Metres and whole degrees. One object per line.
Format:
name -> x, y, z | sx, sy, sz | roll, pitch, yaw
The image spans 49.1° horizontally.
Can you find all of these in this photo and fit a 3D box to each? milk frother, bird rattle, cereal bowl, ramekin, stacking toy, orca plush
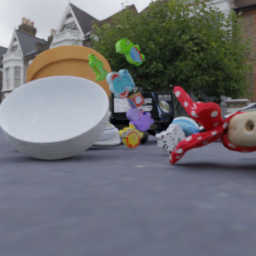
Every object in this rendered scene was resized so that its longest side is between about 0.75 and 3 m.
milk frother -> -0.109, -0.745, 13.575 | 2.076, 2.207, 1.991 | 1, -34, -9
bird rattle -> 1.985, 0.162, 3.601 | 2.341, 1.617, 2.871 | 12, -17, -22
cereal bowl -> -1.366, -0.137, 5.483 | 2.061, 0.858, 2.061 | 0, 42, 0
ramekin -> -0.681, 0.242, 8.496 | 0.913, 0.425, 0.913 | 1, 10, 0
stacking toy -> 0.010, -0.578, 6.190 | 0.600, 2.554, 1.925 | -36, 17, -23
orca plush -> 4.066, -0.052, 10.414 | 2.953, 1.050, 1.554 | -24, -6, 1

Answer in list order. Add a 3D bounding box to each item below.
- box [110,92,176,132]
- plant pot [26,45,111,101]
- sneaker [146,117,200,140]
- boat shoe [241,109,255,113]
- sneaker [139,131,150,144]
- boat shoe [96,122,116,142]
box -> 0.422, -0.500, 9.466 | 2.041, 0.879, 1.671 | -1, -15, -4
plant pot -> -1.791, -0.892, 9.114 | 2.864, 2.005, 2.864 | -10, -33, -7
sneaker -> 1.535, 0.196, 10.607 | 2.491, 0.976, 1.121 | 10, 38, 38
boat shoe -> 4.305, -0.046, 7.741 | 0.868, 1.027, 2.882 | -11, 11, -42
sneaker -> 0.260, 0.313, 9.137 | 0.677, 0.567, 1.492 | 23, -10, -8
boat shoe -> -1.521, -0.028, 6.974 | 2.614, 0.811, 0.941 | -2, 3, -25
